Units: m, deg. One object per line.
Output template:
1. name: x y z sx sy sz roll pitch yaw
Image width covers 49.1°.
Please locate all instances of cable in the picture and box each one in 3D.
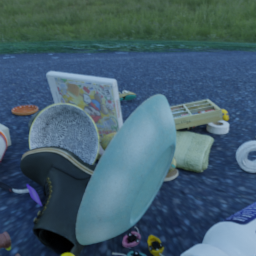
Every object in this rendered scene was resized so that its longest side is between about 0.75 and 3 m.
1. cable: 3.397 0.770 7.614 0.882 0.882 0.305 32 17 -3

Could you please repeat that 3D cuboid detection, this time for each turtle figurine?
1. turtle figurine: -2.582 2.217 4.369 1.530 0.611 1.898 -19 32 -39

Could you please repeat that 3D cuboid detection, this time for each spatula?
1. spatula: -2.608 1.476 6.634 1.615 0.456 0.166 6 30 30

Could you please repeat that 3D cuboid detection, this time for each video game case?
1. video game case: -1.358 -0.599 9.088 2.552 2.323 0.292 12 38 27

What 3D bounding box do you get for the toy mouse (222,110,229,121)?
1. toy mouse: 3.339 -0.527 11.497 1.592 0.347 1.791 2 22 5

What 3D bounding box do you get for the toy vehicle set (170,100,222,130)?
1. toy vehicle set: 1.724 -0.397 10.155 2.885 0.383 1.793 -11 16 4

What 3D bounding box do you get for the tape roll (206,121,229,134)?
1. tape roll: 3.322 -0.036 10.394 0.792 0.277 0.792 0 22 0

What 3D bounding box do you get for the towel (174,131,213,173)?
1. towel: 1.684 0.610 8.627 1.696 0.417 2.286 7 23 21

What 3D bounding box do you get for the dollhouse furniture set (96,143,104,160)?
1. dollhouse furniture set: -0.846 0.460 8.529 1.750 0.775 0.907 10 24 23

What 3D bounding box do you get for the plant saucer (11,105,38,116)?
1. plant saucer: -4.526 -0.755 12.297 1.093 0.176 1.093 0 21 0

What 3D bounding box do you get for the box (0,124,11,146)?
1. box: -4.730 0.464 8.680 0.777 0.647 1.892 19 29 40

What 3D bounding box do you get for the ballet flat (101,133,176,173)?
1. ballet flat: 0.199 0.576 7.156 2.134 0.754 0.754 20 28 17

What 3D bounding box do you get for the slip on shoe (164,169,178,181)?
1. slip on shoe: 0.780 1.160 7.376 1.142 0.346 0.434 -3 22 -8

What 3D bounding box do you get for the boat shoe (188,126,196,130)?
1. boat shoe: 2.550 -0.275 10.756 0.433 0.493 1.385 12 22 16

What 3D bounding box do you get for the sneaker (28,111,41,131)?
1. sneaker: -2.616 -0.285 10.312 1.195 0.797 2.085 5 16 28

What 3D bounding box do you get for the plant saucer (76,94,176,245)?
1. plant saucer: 0.224 0.865 4.966 0.566 2.939 2.939 26 31 21

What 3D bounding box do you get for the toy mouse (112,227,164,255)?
1. toy mouse: 0.147 2.200 5.024 0.930 0.202 1.046 -9 24 -22

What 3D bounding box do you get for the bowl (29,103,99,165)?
1. bowl: -1.579 0.335 7.712 2.011 2.011 0.944 6 5 15

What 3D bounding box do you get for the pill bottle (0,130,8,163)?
1. pill bottle: -3.910 0.751 7.418 1.058 1.058 1.931 -4 23 -11

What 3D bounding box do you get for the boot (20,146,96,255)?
1. boot: -1.670 1.408 5.907 2.883 1.117 1.994 11 29 25

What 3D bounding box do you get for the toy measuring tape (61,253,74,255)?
1. toy measuring tape: -1.169 2.526 3.482 0.858 0.858 2.333 7 24 16

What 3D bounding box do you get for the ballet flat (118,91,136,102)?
1. ballet flat: -0.276 -1.563 13.673 1.468 0.519 0.519 -18 28 -27

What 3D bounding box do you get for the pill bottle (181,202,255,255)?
1. pill bottle: 2.005 1.901 4.140 2.441 1.412 1.412 -13 26 -29
